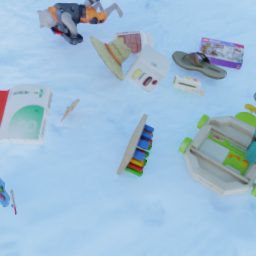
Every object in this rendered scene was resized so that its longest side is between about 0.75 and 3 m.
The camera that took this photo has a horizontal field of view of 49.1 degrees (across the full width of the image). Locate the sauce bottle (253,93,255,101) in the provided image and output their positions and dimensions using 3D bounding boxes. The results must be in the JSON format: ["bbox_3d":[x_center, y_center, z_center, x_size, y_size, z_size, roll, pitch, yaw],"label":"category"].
[{"bbox_3d":[3.668,-0.646,7.561,0.280,0.867,0.280,-27,43,29],"label":"sauce bottle"}]

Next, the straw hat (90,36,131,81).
[{"bbox_3d":[-0.351,-2.449,8.991,0.795,1.879,1.879,-33,56,14],"label":"straw hat"}]

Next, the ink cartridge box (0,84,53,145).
[{"bbox_3d":[-3.478,-0.451,8.255,2.211,0.554,1.780,4,68,0],"label":"ink cartridge box"}]

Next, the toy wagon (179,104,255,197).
[{"bbox_3d":[2.912,0.473,7.770,2.268,0.578,2.923,32,60,20],"label":"toy wagon"}]

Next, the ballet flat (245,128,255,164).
[{"bbox_3d":[3.319,0.271,6.719,0.621,1.673,0.621,0,57,0],"label":"ballet flat"}]

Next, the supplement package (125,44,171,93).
[{"bbox_3d":[0.628,-1.871,8.937,1.001,1.047,0.770,31,55,-11],"label":"supplement package"}]

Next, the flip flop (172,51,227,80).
[{"bbox_3d":[2.413,-2.226,9.424,1.951,0.562,0.791,31,51,25],"label":"flip flop"}]

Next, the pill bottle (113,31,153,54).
[{"bbox_3d":[0.185,-3.113,10.216,1.398,0.784,0.784,-7,55,-5],"label":"pill bottle"}]

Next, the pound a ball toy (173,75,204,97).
[{"bbox_3d":[1.978,-1.398,9.009,0.972,0.413,0.634,14,28,-4],"label":"pound a ball toy"}]

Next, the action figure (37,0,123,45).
[{"bbox_3d":[-2.014,-4.275,10.275,2.749,1.487,2.842,-23,47,-24],"label":"action figure"}]

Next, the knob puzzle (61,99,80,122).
[{"bbox_3d":[-1.723,-0.631,8.448,0.121,0.869,0.869,38,60,-3],"label":"knob puzzle"}]

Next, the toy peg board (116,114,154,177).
[{"bbox_3d":[0.331,0.555,7.357,0.637,1.298,1.303,24,56,-2],"label":"toy peg board"}]

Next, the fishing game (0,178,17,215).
[{"bbox_3d":[-3.099,1.414,6.532,1.450,1.039,0.225,25,34,31],"label":"fishing game"}]

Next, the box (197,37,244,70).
[{"bbox_3d":[3.375,-2.741,10.234,1.581,0.309,1.082,15,56,10],"label":"box"}]
